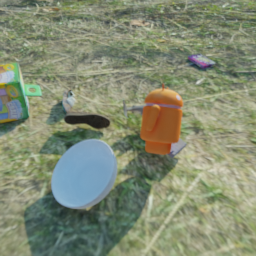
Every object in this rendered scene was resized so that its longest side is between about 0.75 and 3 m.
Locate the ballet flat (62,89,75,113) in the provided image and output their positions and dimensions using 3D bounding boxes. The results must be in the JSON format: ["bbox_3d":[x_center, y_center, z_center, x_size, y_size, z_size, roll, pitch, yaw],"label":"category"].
[{"bbox_3d":[-2.605,-1.255,12.342,0.518,0.525,1.541,-28,41,10],"label":"ballet flat"}]

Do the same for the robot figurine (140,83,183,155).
[{"bbox_3d":[1.097,-0.282,9.163,1.620,2.252,1.313,6,1,-28],"label":"robot figurine"}]

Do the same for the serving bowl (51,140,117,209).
[{"bbox_3d":[-1.223,1.453,8.455,2.162,0.711,2.162,-15,51,20],"label":"serving bowl"}]

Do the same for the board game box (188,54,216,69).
[{"bbox_3d":[4.197,-3.829,16.031,0.878,0.236,1.463,-20,42,-18],"label":"board game box"}]

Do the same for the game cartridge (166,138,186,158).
[{"bbox_3d":[1.304,0.433,10.038,1.389,0.267,0.901,36,42,24],"label":"game cartridge"}]

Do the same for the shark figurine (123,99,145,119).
[{"bbox_3d":[0.694,-0.826,10.985,2.095,0.874,1.251,10,18,-13],"label":"shark figurine"}]

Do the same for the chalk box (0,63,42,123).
[{"bbox_3d":[-5.162,-1.450,11.649,2.925,1.811,1.820,-13,40,-16],"label":"chalk box"}]

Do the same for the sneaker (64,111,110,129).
[{"bbox_3d":[-1.592,-0.429,11.129,1.820,0.641,0.687,8,29,-4],"label":"sneaker"}]
